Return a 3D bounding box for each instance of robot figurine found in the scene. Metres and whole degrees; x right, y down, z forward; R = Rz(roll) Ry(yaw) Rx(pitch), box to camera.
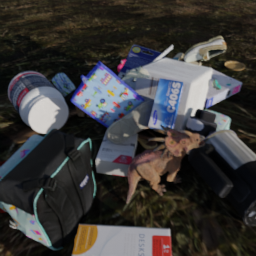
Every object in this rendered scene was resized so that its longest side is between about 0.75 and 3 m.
[{"bbox_3d":[2.441,0.201,9.553,1.008,1.616,1.214,18,9,17],"label":"robot figurine"}]

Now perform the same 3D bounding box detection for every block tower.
[{"bbox_3d":[-0.904,-0.848,11.610,2.632,0.761,0.711,5,45,10],"label":"block tower"}]

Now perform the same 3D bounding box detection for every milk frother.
[{"bbox_3d":[3.305,0.791,7.657,2.361,2.616,2.461,32,18,-38],"label":"milk frother"}]

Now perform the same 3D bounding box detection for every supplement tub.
[{"bbox_3d":[-3.582,-1.043,11.119,1.747,1.747,2.490,-22,41,-27],"label":"supplement tub"}]

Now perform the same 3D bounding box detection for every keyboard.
[{"bbox_3d":[0.928,-2.579,11.355,0.119,2.232,0.628,52,17,0],"label":"keyboard"}]

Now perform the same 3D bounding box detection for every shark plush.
[{"bbox_3d":[0.169,-1.711,9.248,1.028,0.428,0.467,-19,7,-5],"label":"shark plush"}]

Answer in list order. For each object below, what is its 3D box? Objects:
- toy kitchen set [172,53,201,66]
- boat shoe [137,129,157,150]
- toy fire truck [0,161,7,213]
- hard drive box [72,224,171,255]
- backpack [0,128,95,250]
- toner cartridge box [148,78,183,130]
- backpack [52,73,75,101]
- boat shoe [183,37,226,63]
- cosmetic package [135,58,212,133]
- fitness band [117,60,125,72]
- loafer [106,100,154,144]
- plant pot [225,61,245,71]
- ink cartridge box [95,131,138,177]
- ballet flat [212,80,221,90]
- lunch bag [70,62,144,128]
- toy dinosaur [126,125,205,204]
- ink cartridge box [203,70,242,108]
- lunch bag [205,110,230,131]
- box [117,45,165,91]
[{"bbox_3d":[2.282,-2.263,12.131,1.215,1.517,0.894,32,56,18],"label":"toy kitchen set"},{"bbox_3d":[0.429,0.121,10.464,0.646,0.644,1.790,-21,41,-26],"label":"boat shoe"},{"bbox_3d":[-4.432,1.714,7.939,2.118,1.414,2.522,-33,41,-2],"label":"toy fire truck"},{"bbox_3d":[-0.152,3.134,6.202,2.188,0.840,1.706,2,37,2],"label":"hard drive box"},{"bbox_3d":[-1.910,1.573,6.927,1.987,2.592,2.279,9,44,23],"label":"backpack"},{"bbox_3d":[1.206,-0.712,8.889,0.768,0.349,1.618,12,83,15],"label":"toner cartridge box"},{"bbox_3d":[-2.679,-1.749,11.702,1.083,0.832,0.883,38,17,-2],"label":"backpack"},{"bbox_3d":[2.968,-2.942,10.898,1.654,0.618,0.566,-24,63,17],"label":"boat shoe"},{"bbox_3d":[1.716,-1.313,10.843,2.114,2.102,2.527,20,30,25],"label":"cosmetic package"},{"bbox_3d":[0.396,-3.416,15.513,2.050,0.384,1.472,-21,41,-24],"label":"fitness band"},{"bbox_3d":[0.342,-0.263,9.380,2.486,0.894,0.782,-27,5,-15],"label":"loafer"},{"bbox_3d":[5.997,-3.455,15.755,1.115,0.153,1.115,1,36,0],"label":"plant pot"},{"bbox_3d":[-0.350,0.821,9.485,1.130,0.649,1.556,7,39,7],"label":"ink cartridge box"},{"bbox_3d":[3.433,-1.666,11.026,0.282,0.761,0.282,-15,63,31],"label":"ballet flat"},{"bbox_3d":[-0.774,-1.043,9.315,1.564,2.078,0.977,-49,36,7],"label":"lunch bag"},{"bbox_3d":[0.786,0.934,8.038,2.755,1.867,1.182,-33,50,0],"label":"toy dinosaur"},{"bbox_3d":[3.691,-1.821,13.147,2.929,0.615,1.748,-23,44,-30],"label":"ink cartridge box"},{"bbox_3d":[3.124,0.011,10.635,1.298,0.624,1.618,23,43,25],"label":"lunch bag"},{"bbox_3d":[0.404,-2.268,12.448,1.673,0.448,2.762,23,78,18],"label":"box"}]
